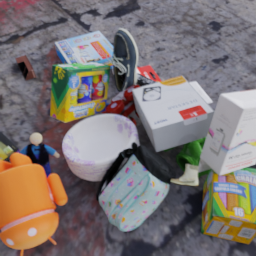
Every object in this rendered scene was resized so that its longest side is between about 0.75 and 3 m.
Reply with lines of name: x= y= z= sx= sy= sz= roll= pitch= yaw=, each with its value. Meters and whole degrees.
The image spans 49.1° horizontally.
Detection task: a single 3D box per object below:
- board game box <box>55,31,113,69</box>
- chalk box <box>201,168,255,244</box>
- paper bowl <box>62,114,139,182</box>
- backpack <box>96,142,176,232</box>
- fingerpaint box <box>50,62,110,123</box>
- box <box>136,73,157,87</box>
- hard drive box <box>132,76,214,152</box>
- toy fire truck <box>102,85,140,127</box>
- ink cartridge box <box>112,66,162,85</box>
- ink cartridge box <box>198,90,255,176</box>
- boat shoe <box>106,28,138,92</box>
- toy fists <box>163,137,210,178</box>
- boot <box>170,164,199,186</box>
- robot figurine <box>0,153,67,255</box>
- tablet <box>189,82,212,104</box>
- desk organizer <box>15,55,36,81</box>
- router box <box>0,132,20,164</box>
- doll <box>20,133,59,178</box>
board game box: x=-2.131 y=-3.832 z=14.577 sx=2.571 sy=0.734 sz=2.626 roll=-21 pitch=52 yaw=-18
chalk box: x=3.242 y=2.114 z=8.892 sx=1.489 sy=1.500 sz=2.403 roll=9 pitch=48 yaw=7
paper bowl: x=-0.881 y=0.782 z=9.923 sx=2.624 sy=1.365 sz=2.624 roll=-8 pitch=39 yaw=7
backpack: x=0.207 y=1.872 z=8.504 sx=2.426 sy=2.024 sz=1.535 roll=-49 pitch=46 yaw=6
fingerpaint box: x=-1.771 y=-1.431 z=10.716 sx=0.852 sy=1.937 sz=2.322 roll=22 pitch=25 yaw=30
box: x=0.912 y=-1.577 z=11.615 sx=0.365 sy=1.157 sz=1.467 roll=-43 pitch=39 yaw=-7
hard drive box: x=1.492 y=-0.596 z=9.835 sx=2.073 sy=1.022 sz=2.660 roll=-17 pitch=38 yaw=-4
toy fire truck: x=-0.204 y=-0.902 z=11.709 sx=2.230 sy=1.250 sz=1.872 roll=-42 pitch=31 yaw=-9
ink cartridge box: x=0.482 y=-2.510 z=13.526 sx=2.064 sy=0.517 sz=1.661 roll=-17 pitch=53 yaw=-14
ink cartridge box: x=3.228 y=0.360 z=8.371 sx=1.625 sy=2.790 sz=0.941 roll=-10 pitch=36 yaw=-26
boat shoe: x=-0.244 y=-2.455 z=10.617 sx=0.833 sy=2.693 sz=1.008 roll=-40 pitch=65 yaw=-22
toy fists: x=2.218 y=0.547 z=10.594 sx=1.481 sy=0.999 sz=2.905 roll=-28 pitch=53 yaw=-23
boot: x=1.621 y=1.343 z=8.038 sx=0.783 sy=0.282 sz=0.606 roll=2 pitch=78 yaw=17
robot figurine: x=-3.024 y=2.192 z=8.188 sx=2.064 sy=1.673 sz=2.869 roll=-9 pitch=69 yaw=-39
tablet: x=3.092 y=-1.577 z=13.031 sx=1.016 sy=0.107 sz=1.561 roll=-16 pitch=50 yaw=-13
desk organizer: x=-5.133 y=-3.020 z=14.022 sx=0.561 sy=0.522 sz=1.457 roll=-24 pitch=53 yaw=-17
router box: x=-5.208 y=0.871 z=10.620 sx=1.867 sy=0.488 sz=1.468 roll=34 pitch=57 yaw=26
doll: x=-2.965 y=1.029 z=9.405 sx=1.300 sy=1.905 sz=0.462 roll=-4 pitch=25 yaw=-8
